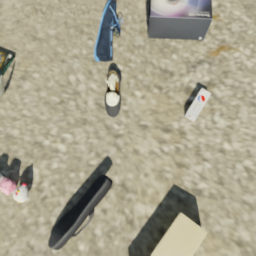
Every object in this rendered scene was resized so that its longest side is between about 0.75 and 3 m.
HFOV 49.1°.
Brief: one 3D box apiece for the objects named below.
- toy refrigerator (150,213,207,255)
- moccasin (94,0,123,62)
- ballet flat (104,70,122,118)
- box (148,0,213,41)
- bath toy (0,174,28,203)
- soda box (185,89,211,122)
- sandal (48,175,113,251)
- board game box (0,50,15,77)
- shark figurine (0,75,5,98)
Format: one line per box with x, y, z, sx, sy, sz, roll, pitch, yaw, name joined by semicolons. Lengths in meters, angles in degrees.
1.193;3.869;8.298;0.960;0.885;2.529;34;75;17;toy refrigerator
-0.667;-3.621;10.722;0.826;0.975;2.422;12;87;2;moccasin
-0.565;-1.285;10.036;0.659;0.659;1.804;3;73;1;ballet flat
1.938;-4.707;10.726;2.265;1.396;2.246;2;74;1;box
-3.895;1.779;8.912;1.668;0.725;0.616;25;106;12;bath toy
2.494;-0.819;10.023;0.395;0.369;1.159;31;76;9;soda box
-1.376;2.691;8.634;2.733;1.039;0.585;-48;112;-9;sandal
-5.077;-2.321;10.589;0.968;0.201;1.431;24;74;7;board game box
-5.605;-0.822;9.535;2.878;1.201;1.720;-9;64;0;shark figurine
